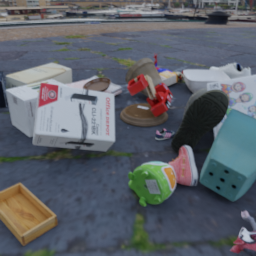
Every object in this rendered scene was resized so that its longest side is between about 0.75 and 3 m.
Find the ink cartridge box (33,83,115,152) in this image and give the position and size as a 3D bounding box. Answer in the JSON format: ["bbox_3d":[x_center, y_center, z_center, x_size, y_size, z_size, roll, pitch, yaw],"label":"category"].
[{"bbox_3d":[-1.550,-0.272,8.261,2.228,0.933,1.608,7,65,-21],"label":"ink cartridge box"}]

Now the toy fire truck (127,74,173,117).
[{"bbox_3d":[0.888,-1.335,10.332,0.582,1.684,2.388,-28,15,26],"label":"toy fire truck"}]

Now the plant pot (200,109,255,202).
[{"bbox_3d":[2.676,0.740,6.952,1.391,1.392,1.969,29,41,22],"label":"plant pot"}]

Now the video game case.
[{"bbox_3d":[3.565,-0.587,8.600,2.002,0.261,2.199,-8,63,17],"label":"video game case"}]

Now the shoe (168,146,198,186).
[{"bbox_3d":[1.385,0.963,7.598,0.700,0.550,1.538,5,31,-2],"label":"shoe"}]

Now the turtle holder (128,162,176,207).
[{"bbox_3d":[0.582,1.312,6.655,0.906,1.275,0.969,-25,67,-39],"label":"turtle holder"}]

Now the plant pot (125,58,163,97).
[{"bbox_3d":[0.862,-2.128,12.667,1.547,1.547,1.343,-21,63,-36],"label":"plant pot"}]

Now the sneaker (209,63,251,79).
[{"bbox_3d":[5.318,-2.841,14.526,1.037,1.212,2.782,-14,29,-25],"label":"sneaker"}]

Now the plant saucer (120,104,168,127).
[{"bbox_3d":[0.615,-0.557,10.991,1.888,0.278,1.888,-1,26,0],"label":"plant saucer"}]

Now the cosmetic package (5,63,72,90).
[{"bbox_3d":[-4.138,-2.185,13.304,1.449,1.023,2.800,20,33,24],"label":"cosmetic package"}]

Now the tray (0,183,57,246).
[{"bbox_3d":[-2.346,1.835,6.161,1.604,0.297,0.791,24,35,38],"label":"tray"}]

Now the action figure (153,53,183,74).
[{"bbox_3d":[1.947,-3.535,16.014,2.465,1.220,0.804,17,30,35],"label":"action figure"}]

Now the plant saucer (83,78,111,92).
[{"bbox_3d":[-1.357,-1.829,12.362,1.283,0.221,1.283,-9,36,7],"label":"plant saucer"}]

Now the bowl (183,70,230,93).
[{"bbox_3d":[3.807,-2.264,13.841,2.089,0.780,2.086,0,27,1],"label":"bowl"}]

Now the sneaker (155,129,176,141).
[{"bbox_3d":[1.287,0.175,9.433,0.814,0.334,0.286,-15,30,-28],"label":"sneaker"}]

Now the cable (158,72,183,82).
[{"bbox_3d":[2.250,-2.870,15.208,0.924,0.479,1.903,9,12,-46],"label":"cable"}]

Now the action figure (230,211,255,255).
[{"bbox_3d":[2.925,2.159,5.094,2.095,1.403,1.560,-11,69,3],"label":"action figure"}]

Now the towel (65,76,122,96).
[{"bbox_3d":[-1.728,-1.815,13.164,2.096,0.354,2.195,-25,38,-34],"label":"towel"}]

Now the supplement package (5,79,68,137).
[{"bbox_3d":[-3.137,-0.779,10.134,1.840,1.386,1.396,-24,37,-39],"label":"supplement package"}]

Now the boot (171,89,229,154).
[{"bbox_3d":[2.385,-0.615,9.003,1.007,2.524,2.777,40,37,5],"label":"boot"}]

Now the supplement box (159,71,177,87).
[{"bbox_3d":[1.772,-2.453,14.333,1.270,0.467,0.800,-25,37,-25],"label":"supplement box"}]

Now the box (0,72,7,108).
[{"bbox_3d":[-5.786,-1.658,12.151,0.856,1.187,1.600,-9,28,-18],"label":"box"}]
